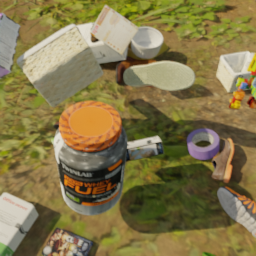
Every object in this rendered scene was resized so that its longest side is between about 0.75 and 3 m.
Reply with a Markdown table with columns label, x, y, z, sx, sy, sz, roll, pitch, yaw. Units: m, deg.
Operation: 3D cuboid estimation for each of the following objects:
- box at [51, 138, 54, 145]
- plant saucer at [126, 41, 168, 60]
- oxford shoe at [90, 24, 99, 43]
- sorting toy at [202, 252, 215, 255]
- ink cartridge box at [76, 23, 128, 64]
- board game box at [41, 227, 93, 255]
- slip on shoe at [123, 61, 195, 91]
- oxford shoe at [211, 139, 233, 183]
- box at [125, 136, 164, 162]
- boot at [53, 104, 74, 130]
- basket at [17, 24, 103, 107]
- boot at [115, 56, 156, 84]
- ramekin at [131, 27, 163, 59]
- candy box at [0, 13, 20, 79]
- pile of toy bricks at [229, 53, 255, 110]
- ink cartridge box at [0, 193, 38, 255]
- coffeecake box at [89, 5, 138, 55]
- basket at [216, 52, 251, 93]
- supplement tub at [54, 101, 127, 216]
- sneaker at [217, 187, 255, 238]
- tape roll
| label | x | y | z | sx | sy | sz | roll | pitch | yaw |
| --- | --- | --- | --- | --- | --- | --- | --- | --- | --- |
| box | -2.482 | 0.666 | 10.888 | 0.700 | 0.176 | 0.970 | -27 | 54 | -21 |
| plant saucer | 0.461 | -4.514 | 15.013 | 2.542 | 0.616 | 2.542 | 37 | 60 | 27 |
| oxford shoe | -1.462 | -4.050 | 11.997 | 0.443 | 0.515 | 1.220 | -13 | 47 | 7 |
| sorting toy | 2.531 | 3.908 | 8.011 | 0.894 | 0.537 | 0.367 | 13 | 85 | 20 |
| ink cartridge box | -1.478 | -4.256 | 13.924 | 2.821 | 1.168 | 2.067 | -5 | 52 | 17 |
| board game box | -1.805 | 3.604 | 8.357 | 1.257 | 0.217 | 0.851 | 16 | 51 | 13 |
| slip on shoe | 1.021 | -1.665 | 9.095 | 2.473 | 0.916 | 0.757 | 6 | 10 | 35 |
| oxford shoe | 3.441 | 1.098 | 10.233 | 0.667 | 0.652 | 1.830 | 11 | 51 | 15 |
| box | 0.365 | 0.674 | 8.839 | 1.396 | 0.420 | 0.814 | -12 | 10 | 1 |
| boot | -2.459 | -0.531 | 11.712 | 1.330 | 0.484 | 1.413 | -10 | 50 | -8 |
| basket | -1.956 | -1.788 | 8.358 | 2.082 | 1.412 | 1.285 | -34 | 56 | -4 |
| boot | 0.392 | -2.711 | 13.521 | 1.903 | 0.651 | 1.791 | 10 | 49 | 4 |
| ramekin | 0.879 | -4.146 | 13.812 | 1.585 | 0.832 | 1.585 | 3 | 57 | -4 |
| candy box | -4.001 | -2.182 | 8.208 | 1.508 | 0.643 | 1.797 | -20 | 58 | 31 |
| pile of toy bricks | 4.134 | -1.256 | 8.995 | 1.138 | 2.051 | 1.013 | 5 | 38 | -10 |
| ink cartridge box | -3.752 | 3.011 | 8.538 | 1.222 | 0.706 | 1.673 | 19 | 52 | 16 |
| coffeecake box | -0.528 | -3.664 | 10.527 | 1.452 | 1.115 | 0.531 | 31 | 28 | -13 |
| basket | 5.089 | -2.557 | 12.950 | 1.500 | 1.206 | 1.487 | -10 | 50 | -9 |
| supplement tub | -0.939 | 0.835 | 7.227 | 1.766 | 2.882 | 1.766 | 2 | 46 | -2 |
| sneaker | 3.962 | 2.544 | 8.982 | 1.206 | 0.835 | 2.152 | -32 | 67 | -29 |
| tape roll | 2.825 | 0.605 | 10.553 | 1.162 | 0.494 | 1.162 | -10 | 43 | 9 |
